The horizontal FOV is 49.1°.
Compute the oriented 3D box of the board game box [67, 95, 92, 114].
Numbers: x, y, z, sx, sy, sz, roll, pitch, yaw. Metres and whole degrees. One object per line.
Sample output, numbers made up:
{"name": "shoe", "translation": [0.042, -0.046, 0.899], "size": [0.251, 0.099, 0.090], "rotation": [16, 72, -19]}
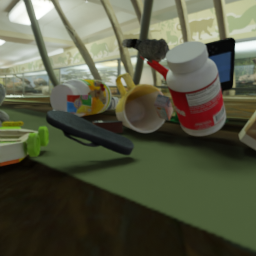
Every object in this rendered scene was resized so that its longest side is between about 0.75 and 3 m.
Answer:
{"name": "board game box", "translation": [-1.792, -0.862, 10.266], "size": [0.893, 0.683, 0.180], "rotation": [-2, -17, -9]}

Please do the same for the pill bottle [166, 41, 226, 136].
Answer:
{"name": "pill bottle", "translation": [1.585, -0.898, 6.638], "size": [1.165, 2.075, 1.165], "rotation": [-16, 38, 13]}

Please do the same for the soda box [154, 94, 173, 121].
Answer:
{"name": "soda box", "translation": [0.925, -0.508, 7.218], "size": [0.303, 0.326, 0.954], "rotation": [17, -12, 19]}

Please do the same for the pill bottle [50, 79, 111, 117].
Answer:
{"name": "pill bottle", "translation": [-2.023, -1.309, 12.175], "size": [1.591, 1.591, 2.865], "rotation": [3, 9, 22]}

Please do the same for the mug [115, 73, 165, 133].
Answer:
{"name": "mug", "translation": [0.269, -0.683, 8.254], "size": [1.332, 1.664, 1.366], "rotation": [3, -2, -18]}

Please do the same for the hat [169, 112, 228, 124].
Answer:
{"name": "hat", "translation": [2.398, -1.302, 10.151], "size": [2.453, 2.160, 2.032], "rotation": [-1, 8, -8]}

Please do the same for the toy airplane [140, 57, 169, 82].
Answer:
{"name": "toy airplane", "translation": [1.220, -2.111, 10.210], "size": [2.202, 0.405, 2.202], "rotation": [36, 16, -12]}

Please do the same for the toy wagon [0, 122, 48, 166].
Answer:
{"name": "toy wagon", "translation": [-2.539, 0.245, 5.370], "size": [1.905, 0.486, 2.456], "rotation": [0, 8, -5]}

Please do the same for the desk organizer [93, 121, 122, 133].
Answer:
{"name": "desk organizer", "translation": [-0.566, -0.019, 7.750], "size": [0.811, 0.312, 0.291], "rotation": [-3, 9, -17]}

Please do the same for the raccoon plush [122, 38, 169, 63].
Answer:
{"name": "raccoon plush", "translation": [0.613, -2.676, 9.682], "size": [1.832, 0.886, 1.227], "rotation": [2, 14, 7]}

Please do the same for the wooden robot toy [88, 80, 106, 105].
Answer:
{"name": "wooden robot toy", "translation": [-1.303, -1.476, 11.232], "size": [0.643, 0.624, 1.417], "rotation": [-6, 51, -19]}

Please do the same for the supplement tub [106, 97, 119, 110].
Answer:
{"name": "supplement tub", "translation": [-1.100, -1.362, 15.589], "size": [1.037, 0.728, 0.728], "rotation": [-6, 10, -32]}

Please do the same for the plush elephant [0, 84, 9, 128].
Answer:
{"name": "plush elephant", "translation": [-4.088, -0.566, 7.796], "size": [1.465, 1.377, 1.779], "rotation": [-5, 9, -30]}

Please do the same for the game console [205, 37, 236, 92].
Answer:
{"name": "game console", "translation": [3.416, -1.980, 11.291], "size": [2.199, 2.551, 1.514], "rotation": [-13, 45, 4]}

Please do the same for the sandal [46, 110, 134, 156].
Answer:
{"name": "sandal", "translation": [-0.692, 0.157, 4.885], "size": [1.622, 0.347, 0.617], "rotation": [24, 19, -8]}

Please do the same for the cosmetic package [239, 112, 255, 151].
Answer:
{"name": "cosmetic package", "translation": [2.755, -0.224, 5.444], "size": [0.477, 1.342, 0.706], "rotation": [34, 16, 11]}
